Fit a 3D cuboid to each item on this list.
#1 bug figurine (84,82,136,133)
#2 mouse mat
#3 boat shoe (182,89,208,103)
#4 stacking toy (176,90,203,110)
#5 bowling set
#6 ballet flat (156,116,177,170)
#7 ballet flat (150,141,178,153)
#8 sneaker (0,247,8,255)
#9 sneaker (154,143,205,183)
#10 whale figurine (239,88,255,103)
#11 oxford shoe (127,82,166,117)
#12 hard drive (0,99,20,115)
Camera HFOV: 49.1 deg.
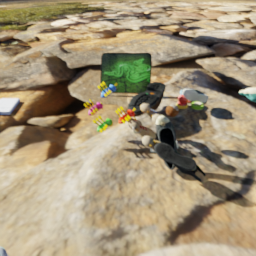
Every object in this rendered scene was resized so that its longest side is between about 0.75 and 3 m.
[{"bbox_3d":[-0.711,-0.690,10.493,1.624,0.539,2.094,-35,60,3],"label":"bug figurine"},{"bbox_3d":[-0.133,-2.753,14.103,2.576,2.073,0.097,2,-1,6],"label":"mouse mat"},{"bbox_3d":[2.975,-1.500,12.693,1.435,0.513,0.429,11,28,-28],"label":"boat shoe"},{"bbox_3d":[2.997,-1.426,13.340,1.272,0.593,1.405,9,33,14],"label":"stacking toy"},{"bbox_3d":[0.859,-0.353,10.096,1.338,1.735,2.493,29,9,-43],"label":"bowling set"},{"bbox_3d":[1.296,0.477,9.034,0.602,1.810,0.514,-13,10,10],"label":"ballet flat"},{"bbox_3d":[1.321,0.639,10.277,1.087,0.390,0.390,-7,33,-10],"label":"ballet flat"},{"bbox_3d":[-2.931,2.962,5.781,0.653,1.176,1.681,-6,33,-10],"label":"sneaker"},{"bbox_3d":[1.582,1.071,8.623,1.656,0.864,0.497,27,75,24],"label":"sneaker"},{"bbox_3d":[6.100,-1.606,13.709,1.092,0.712,1.372,-8,9,-24],"label":"whale figurine"},{"bbox_3d":[0.860,-0.985,12.121,1.004,1.167,2.764,23,37,24],"label":"oxford shoe"},{"bbox_3d":[-5.714,-1.003,13.059,0.886,0.170,1.343,0,32,0],"label":"hard drive"}]
